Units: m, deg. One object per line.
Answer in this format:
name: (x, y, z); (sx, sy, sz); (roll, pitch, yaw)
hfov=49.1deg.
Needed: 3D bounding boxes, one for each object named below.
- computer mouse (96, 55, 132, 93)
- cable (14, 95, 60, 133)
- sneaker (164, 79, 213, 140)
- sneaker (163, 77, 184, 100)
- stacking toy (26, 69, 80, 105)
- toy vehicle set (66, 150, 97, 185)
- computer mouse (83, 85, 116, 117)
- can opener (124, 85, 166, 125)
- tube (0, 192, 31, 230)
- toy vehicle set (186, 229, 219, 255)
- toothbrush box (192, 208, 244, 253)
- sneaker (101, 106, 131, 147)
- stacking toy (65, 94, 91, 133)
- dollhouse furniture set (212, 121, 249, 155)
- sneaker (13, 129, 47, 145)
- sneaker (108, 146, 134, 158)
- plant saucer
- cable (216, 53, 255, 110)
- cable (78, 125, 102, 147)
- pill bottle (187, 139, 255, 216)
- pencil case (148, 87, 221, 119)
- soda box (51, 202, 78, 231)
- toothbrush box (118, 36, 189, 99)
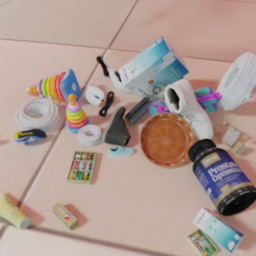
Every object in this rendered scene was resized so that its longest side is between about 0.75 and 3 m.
computer mouse: (-0.692, -2.473, 13.754); (0.534, 1.334, 2.432); (-39, 62, -12)
cable: (-3.860, -0.514, 11.977); (1.860, 0.644, 1.860); (-24, 50, -22)
sneaker: (2.174, -0.506, 10.428); (1.492, 0.951, 2.581); (-26, 87, -53)
sneaker: (2.181, -1.784, 13.195); (0.900, 1.040, 2.400); (11, 68, 7)
stacking toy: (-3.669, -1.843, 13.096); (2.571, 1.411, 1.492); (-1, 45, 17)
toy vehicle set: (-1.679, 1.427, 10.240); (0.858, 0.183, 1.382); (3, 45, 3)
computer mouse: (-1.483, -1.404, 12.685); (2.153, 0.472, 1.180); (33, 97, 40)
can opener: (0.861, -0.963, 12.216); (2.264, 0.757, 0.604); (-43, 62, -4)
tube: (-3.779, 2.626, 8.874); (1.644, 0.427, 0.477); (24, 10, 29)
toy vehicle set: (2.181, 3.414, 8.232); (0.508, 0.108, 0.817); (-23, 48, -23)
toothbrush box: (2.611, 2.912, 8.088); (1.276, 0.934, 0.544); (33, 92, 32)
sneaker: (-0.249, -0.026, 11.486); (1.022, 0.720, 1.925); (17, 57, 12)
stacking toy: (-2.188, -0.708, 11.410); (0.971, 1.673, 0.918); (-23, 49, -17)
dollhouse furniture set: (3.871, 0.262, 10.865); (1.535, 0.795, 0.679); (43, 15, 36)
sneaker: (-3.871, 0.373, 11.064); (1.267, 0.521, 0.468); (-3, 49, -29)
sneaker: (-0.269, 0.876, 10.672); (1.018, 0.417, 0.376); (-11, 46, -12)
plant saucer: (1.426, 0.463, 10.499); (2.061, 0.333, 2.061); (0, 80, -2)
cable: (4.701, -1.960, 12.081); (0.892, 2.575, 2.575); (28, 60, -2)
cable: (-1.538, 0.305, 11.307); (0.971, 0.336, 0.971); (-21, 49, -23)
pill bottle: (2.994, 1.543, 9.296); (1.367, 1.367, 2.444); (-14, 45, -14)
pencil case: (2.359, -0.851, 11.795); (2.855, 1.319, 1.215); (-18, 80, -17)
soda box: (-1.985, 2.761, 8.778); (0.936, 0.300, 0.317); (32, 53, 29)
toothbrush box: (1.110, -2.481, 12.292); (2.457, 1.799, 1.048); (-32, 53, 24)
